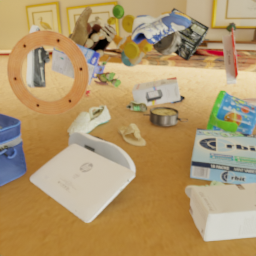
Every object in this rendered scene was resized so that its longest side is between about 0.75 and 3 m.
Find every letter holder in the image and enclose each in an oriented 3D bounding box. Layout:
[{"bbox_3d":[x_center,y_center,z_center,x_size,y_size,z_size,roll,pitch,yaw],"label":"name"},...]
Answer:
[{"bbox_3d":[-1.683,-4.758,14.186,1.177,1.664,2.341,34,15,-32],"label":"letter holder"}]

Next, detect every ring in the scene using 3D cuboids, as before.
[{"bbox_3d":[-2.426,-1.641,8.541,2.528,2.528,0.243,2,13,4],"label":"ring"}]

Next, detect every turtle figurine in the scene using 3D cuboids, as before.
[{"bbox_3d":[-1.197,-3.816,19.472,2.302,1.657,2.232,-17,32,-24],"label":"turtle figurine"}]

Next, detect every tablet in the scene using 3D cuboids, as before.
[{"bbox_3d":[-1.288,1.281,7.421,2.654,0.181,1.727,19,48,40],"label":"tablet"}]

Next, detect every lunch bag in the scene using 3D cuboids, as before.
[{"bbox_3d":[-4.294,0.458,7.871,2.899,1.918,1.970,12,24,31],"label":"lunch bag"}]

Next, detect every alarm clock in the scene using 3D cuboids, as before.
[{"bbox_3d":[1.705,-0.441,12.081,1.862,0.620,1.256,12,23,33],"label":"alarm clock"},{"bbox_3d":[1.618,-3.432,11.122,1.639,1.106,0.546,35,15,27],"label":"alarm clock"}]

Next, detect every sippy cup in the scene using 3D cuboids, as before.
[{"bbox_3d":[4.122,-0.448,10.913,1.621,1.736,2.211,20,65,19],"label":"sippy cup"}]

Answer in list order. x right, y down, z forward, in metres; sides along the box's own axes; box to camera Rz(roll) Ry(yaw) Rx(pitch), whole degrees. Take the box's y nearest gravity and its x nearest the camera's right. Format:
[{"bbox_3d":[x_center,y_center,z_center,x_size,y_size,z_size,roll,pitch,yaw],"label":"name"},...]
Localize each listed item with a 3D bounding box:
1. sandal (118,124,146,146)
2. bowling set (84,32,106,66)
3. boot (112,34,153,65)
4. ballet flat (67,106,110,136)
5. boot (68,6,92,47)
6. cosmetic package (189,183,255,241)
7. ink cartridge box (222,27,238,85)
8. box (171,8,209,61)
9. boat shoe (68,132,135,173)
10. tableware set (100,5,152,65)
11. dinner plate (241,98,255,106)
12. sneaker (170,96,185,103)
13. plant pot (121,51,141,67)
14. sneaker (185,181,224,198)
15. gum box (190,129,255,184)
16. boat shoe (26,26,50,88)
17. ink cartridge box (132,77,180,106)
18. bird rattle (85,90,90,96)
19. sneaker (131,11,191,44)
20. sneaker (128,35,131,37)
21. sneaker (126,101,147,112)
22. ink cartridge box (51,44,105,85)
[{"bbox_3d":[0.069,0.098,10.681,0.669,0.600,1.824,-10,23,-24],"label":"sandal"},{"bbox_3d":[-1.773,-3.267,12.637,2.207,1.536,1.185,-18,15,32],"label":"bowling set"},{"bbox_3d":[0.200,-3.678,11.637,0.655,1.333,1.862,-10,59,-53],"label":"boot"},{"bbox_3d":[-1.649,-0.386,11.677,0.900,0.900,2.507,11,24,27],"label":"ballet flat"},{"bbox_3d":[-1.816,-3.922,11.292,0.707,1.874,0.690,30,12,3],"label":"boot"},{"bbox_3d":[2.473,1.777,6.107,2.013,0.745,1.023,-2,21,-8],"label":"cosmetic package"},{"bbox_3d":[4.576,-3.163,12.614,0.472,2.110,1.859,-6,-4,19],"label":"ink cartridge box"},{"bbox_3d":[2.293,-4.069,12.206,1.825,1.495,0.786,33,-14,10],"label":"box"},{"bbox_3d":[-0.685,0.835,8.478,2.781,0.972,0.921,19,7,40],"label":"boat shoe"},{"bbox_3d":[0.006,-3.362,10.082,1.979,1.333,0.304,43,38,0],"label":"tableware set"},{"bbox_3d":[6.762,-1.097,14.268,2.395,0.290,2.395,0,20,0],"label":"dinner plate"},{"bbox_3d":[2.725,-1.599,15.418,0.441,0.397,1.133,6,19,36],"label":"sneaker"},{"bbox_3d":[0.079,-3.663,14.813,1.126,1.126,0.758,8,47,21],"label":"plant pot"},{"bbox_3d":[1.988,1.573,7.075,1.104,0.406,0.651,13,28,6],"label":"sneaker"},{"bbox_3d":[3.211,0.834,8.755,2.289,0.600,2.694,6,22,15],"label":"gum box"},{"bbox_3d":[-3.085,-2.468,9.778,0.735,2.168,0.778,2,-6,-6],"label":"boat shoe"},{"bbox_3d":[1.505,-1.907,14.810,2.342,1.003,1.729,-10,19,12],"label":"ink cartridge box"},{"bbox_3d":[-2.779,-2.136,16.737,1.007,0.567,0.821,-4,5,-18],"label":"bird rattle"},{"bbox_3d":[0.868,-2.648,7.669,1.776,0.783,0.668,10,-7,40],"label":"sneaker"},{"bbox_3d":[0.078,-4.006,12.969,0.512,0.544,1.328,35,22,-8],"label":"sneaker"},{"bbox_3d":[0.402,-0.973,13.839,0.571,0.496,1.289,-32,30,-34],"label":"sneaker"},{"bbox_3d":[-1.689,-2.203,9.639,1.728,1.179,0.660,22,62,-7],"label":"ink cartridge box"}]
